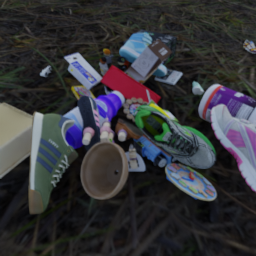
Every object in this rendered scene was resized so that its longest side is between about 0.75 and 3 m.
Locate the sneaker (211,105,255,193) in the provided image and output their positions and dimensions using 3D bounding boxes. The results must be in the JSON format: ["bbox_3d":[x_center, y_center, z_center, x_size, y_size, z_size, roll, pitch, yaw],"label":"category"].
[{"bbox_3d":[3.428,0.399,7.831,1.314,1.211,2.978,-37,56,19],"label":"sneaker"}]

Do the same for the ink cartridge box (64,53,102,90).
[{"bbox_3d":[-1.830,-2.298,11.315,1.515,0.356,1.497,43,23,-6],"label":"ink cartridge box"}]

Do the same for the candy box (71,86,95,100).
[{"bbox_3d":[-1.740,-1.282,11.139,0.659,0.170,1.289,-8,42,-29],"label":"candy box"}]

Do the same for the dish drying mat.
[{"bbox_3d":[0.106,-1.467,10.604,2.247,0.204,0.863,34,71,0],"label":"dish drying mat"}]

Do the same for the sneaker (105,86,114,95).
[{"bbox_3d":[-0.696,-1.616,11.040,0.485,0.873,1.247,-20,43,-5],"label":"sneaker"}]

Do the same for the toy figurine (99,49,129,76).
[{"bbox_3d":[-0.626,-2.992,12.643,1.305,0.922,1.325,8,42,9],"label":"toy figurine"}]

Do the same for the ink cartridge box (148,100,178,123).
[{"bbox_3d":[0.975,-0.285,9.200,0.414,0.809,1.094,5,39,-50],"label":"ink cartridge box"}]

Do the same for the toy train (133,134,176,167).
[{"bbox_3d":[0.827,0.667,8.673,0.811,0.615,1.420,-34,53,-22],"label":"toy train"}]

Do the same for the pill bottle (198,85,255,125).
[{"bbox_3d":[3.665,-0.467,9.387,2.347,1.320,1.320,31,49,30],"label":"pill bottle"}]

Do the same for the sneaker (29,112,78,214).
[{"bbox_3d":[-1.988,0.859,7.618,1.252,0.935,2.789,1,67,-14],"label":"sneaker"}]

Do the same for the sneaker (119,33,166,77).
[{"bbox_3d":[0.900,-3.297,12.154,2.231,0.887,1.456,30,75,-4],"label":"sneaker"}]

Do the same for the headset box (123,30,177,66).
[{"bbox_3d":[0.989,-3.849,13.584,2.127,0.987,1.852,21,46,23],"label":"headset box"}]

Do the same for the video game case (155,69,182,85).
[{"bbox_3d":[1.796,-2.284,12.444,0.909,0.117,1.000,20,46,21],"label":"video game case"}]

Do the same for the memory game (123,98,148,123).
[{"bbox_3d":[0.356,-0.639,10.097,1.130,0.072,1.130,9,56,-13],"label":"memory game"}]

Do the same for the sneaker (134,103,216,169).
[{"bbox_3d":[1.211,0.340,7.650,2.628,1.025,1.120,32,16,2],"label":"sneaker"}]

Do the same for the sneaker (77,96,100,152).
[{"bbox_3d":[-1.063,-0.111,8.572,0.608,1.733,0.711,-8,-4,20],"label":"sneaker"}]

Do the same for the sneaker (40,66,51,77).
[{"bbox_3d":[-3.721,-2.564,12.667,0.306,0.284,0.756,2,39,16],"label":"sneaker"}]

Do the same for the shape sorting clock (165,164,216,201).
[{"bbox_3d":[1.679,1.404,7.487,1.496,0.293,1.496,20,17,-7],"label":"shape sorting clock"}]

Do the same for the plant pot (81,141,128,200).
[{"bbox_3d":[-0.498,1.134,7.324,1.463,0.675,1.463,-12,68,33],"label":"plant pot"}]

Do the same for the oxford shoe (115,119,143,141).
[{"bbox_3d":[0.002,0.171,8.901,0.611,0.610,1.712,25,2,-20],"label":"oxford shoe"}]

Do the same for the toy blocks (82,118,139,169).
[{"bbox_3d":[-0.467,0.445,8.225,1.418,1.325,1.193,-9,29,8],"label":"toy blocks"}]

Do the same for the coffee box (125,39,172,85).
[{"bbox_3d":[0.673,-2.430,11.057,0.781,1.960,1.121,45,43,-2],"label":"coffee box"}]

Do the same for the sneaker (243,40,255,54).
[{"bbox_3d":[6.332,-4.174,14.394,0.357,0.430,0.953,-20,45,-22],"label":"sneaker"}]

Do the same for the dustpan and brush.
[{"bbox_3d":[0.083,0.913,8.616,0.879,0.360,1.259,0,47,3],"label":"dustpan and brush"}]

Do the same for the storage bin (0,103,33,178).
[{"bbox_3d":[-4.105,0.308,8.801,2.023,0.955,2.038,22,46,25],"label":"storage bin"}]

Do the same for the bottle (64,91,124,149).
[{"bbox_3d":[-1.176,-0.404,9.594,1.117,0.873,2.674,41,53,13],"label":"bottle"}]

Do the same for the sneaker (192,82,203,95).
[{"bbox_3d":[2.662,-1.610,11.155,0.875,0.322,0.516,6,48,-58],"label":"sneaker"}]
